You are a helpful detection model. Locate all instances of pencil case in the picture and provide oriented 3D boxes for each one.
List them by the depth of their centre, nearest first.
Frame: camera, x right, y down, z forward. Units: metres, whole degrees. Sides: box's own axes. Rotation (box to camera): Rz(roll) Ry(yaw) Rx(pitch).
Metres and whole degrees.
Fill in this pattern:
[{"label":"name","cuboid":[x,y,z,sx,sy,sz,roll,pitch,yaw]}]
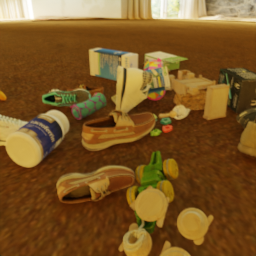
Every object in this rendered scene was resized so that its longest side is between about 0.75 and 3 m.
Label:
[{"label":"pencil case","cuboid":[-1.504,-0.849,10.736,1.357,0.627,0.577,-34,0,-37]},{"label":"pencil case","cuboid":[1.185,-2.280,12.865,1.026,1.026,2.321,1,43,2]}]

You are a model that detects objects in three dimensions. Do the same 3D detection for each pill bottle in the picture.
[{"label":"pill bottle","cuboid":[-2.605,0.240,8.359,1.096,1.096,1.895,8,28,16]}]

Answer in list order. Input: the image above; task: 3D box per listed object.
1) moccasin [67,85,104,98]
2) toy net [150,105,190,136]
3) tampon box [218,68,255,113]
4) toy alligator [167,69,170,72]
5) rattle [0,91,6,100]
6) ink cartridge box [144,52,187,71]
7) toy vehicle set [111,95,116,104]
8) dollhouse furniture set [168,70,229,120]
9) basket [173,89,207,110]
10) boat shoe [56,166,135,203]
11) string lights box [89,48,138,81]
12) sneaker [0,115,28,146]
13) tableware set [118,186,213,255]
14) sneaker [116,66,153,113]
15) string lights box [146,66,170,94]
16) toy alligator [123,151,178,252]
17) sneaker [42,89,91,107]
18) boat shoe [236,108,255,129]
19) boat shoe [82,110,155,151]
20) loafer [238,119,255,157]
[{"label":"moccasin","cuboid":[-1.928,-1.679,12.651,1.670,0.644,0.611,5,28,9]},{"label":"toy net","cuboid":[1.456,-0.390,10.049,2.115,0.408,1.110,-24,32,-22]},{"label":"tampon box","cuboid":[4.696,-1.607,11.681,1.166,1.384,1.847,-4,27,-9]},{"label":"toy alligator","cuboid":[1.858,-3.407,16.366,1.147,0.380,0.276,8,28,17]},{"label":"rattle","cuboid":[-7.041,-1.334,12.300,2.561,1.829,1.667,-37,14,-23]},{"label":"ink cartridge box","cuboid":[2.273,-4.010,17.145,1.308,0.747,2.519,-18,32,-32]},{"label":"toy vehicle set","cuboid":[-0.058,-1.342,11.976,1.169,0.155,0.726,-28,43,-8]},{"label":"dollhouse furniture set","cuboid":[2.574,-1.415,11.515,1.461,1.248,2.819,-10,27,-20]},{"label":"basket","cuboid":[2.611,-1.307,11.636,1.264,0.902,0.941,-3,28,-6]},{"label":"boat shoe","cuboid":[-0.733,1.413,6.587,1.881,0.712,0.675,-12,31,-3]},{"label":"string lights box","cuboid":[-0.827,-3.398,15.170,2.789,1.433,0.822,19,32,33]},{"label":"sneaker","cuboid":[-3.962,0.020,9.034,2.246,0.904,0.858,-7,26,-16]},{"label":"tableware set","cuboid":[0.649,1.967,5.176,1.710,0.198,1.428,20,70,31]},{"label":"sneaker","cuboid":[0.126,-1.159,9.776,1.120,1.063,2.782,0,-15,-4]},{"label":"string lights box","cuboid":[0.823,-1.881,11.475,1.692,0.870,0.499,-10,-11,7]},{"label":"toy alligator","cuboid":[0.502,1.600,6.168,0.974,0.706,2.937,-17,25,28]},{"label":"sneaker","cuboid":[-2.539,-1.141,11.311,2.099,0.814,0.957,-1,12,19]},{"label":"boat shoe","cuboid":[4.873,-0.524,10.071,2.384,0.856,0.806,-19,42,-30]},{"label":"boat shoe","cuboid":[-0.260,-0.076,8.885,2.547,0.915,0.965,-20,36,-21]},{"label":"loafer","cuboid":[4.515,0.077,8.657,2.983,1.006,1.134,-18,32,-41]}]
